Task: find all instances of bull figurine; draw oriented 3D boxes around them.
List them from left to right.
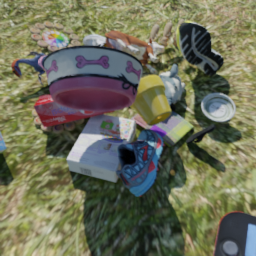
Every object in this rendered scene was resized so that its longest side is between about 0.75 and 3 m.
[{"bbox_3d":[0.348,-2.641,9.684,2.476,0.806,1.503,4,41,-34],"label":"bull figurine"}]

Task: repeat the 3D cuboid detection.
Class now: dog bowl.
[{"bbox_3d":[-0.751,-0.947,6.152,2.168,2.168,0.799,0,79,0],"label":"dog bowl"}]

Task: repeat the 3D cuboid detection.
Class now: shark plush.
[{"bbox_3d":[1.272,-1.032,8.956,0.887,0.968,2.130,-9,56,25],"label":"shark plush"}]

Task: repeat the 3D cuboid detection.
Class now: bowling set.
[{"bbox_3d":[1.681,-3.433,10.828,1.600,1.113,0.859,6,72,47],"label":"bowling set"}]

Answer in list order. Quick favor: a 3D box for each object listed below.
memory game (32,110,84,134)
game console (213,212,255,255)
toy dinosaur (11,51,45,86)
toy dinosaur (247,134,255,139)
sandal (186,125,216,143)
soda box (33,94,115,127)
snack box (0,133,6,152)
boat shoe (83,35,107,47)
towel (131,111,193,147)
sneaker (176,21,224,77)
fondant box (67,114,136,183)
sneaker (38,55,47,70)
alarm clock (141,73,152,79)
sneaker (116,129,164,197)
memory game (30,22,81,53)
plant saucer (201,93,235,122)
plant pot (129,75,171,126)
[{"bbox_3d":[-2.095,-0.494,8.561,1.665,0.106,1.665,1,51,-1],"label":"memory game"},{"bbox_3d":[2.913,3.000,5.147,2.760,0.428,2.441,15,49,15],"label":"game console"},{"bbox_3d":[-2.876,-2.017,9.495,1.833,1.061,2.020,9,13,-3],"label":"toy dinosaur"},{"bbox_3d":[3.748,0.050,7.729,0.894,0.475,0.270,-24,54,-25],"label":"toy dinosaur"},{"bbox_3d":[1.952,0.238,7.512,0.234,0.978,0.368,52,43,-5],"label":"sandal"},{"bbox_3d":[-1.452,-0.676,7.839,2.144,0.750,0.680,-13,29,7],"label":"soda box"},{"bbox_3d":[-3.524,0.031,7.240,0.232,0.726,1.250,-21,91,-33],"label":"snack box"},{"bbox_3d":[-1.062,-3.094,10.680,1.652,0.610,0.704,21,30,11],"label":"boat shoe"},{"bbox_3d":[0.995,-0.158,8.278,1.597,0.182,1.147,35,55,27],"label":"towel"},{"bbox_3d":[2.159,-2.658,9.266,1.036,2.651,1.197,-45,53,12],"label":"sneaker"},{"bbox_3d":[-0.642,0.453,7.462,1.295,0.523,1.795,12,49,12],"label":"fondant box"},{"bbox_3d":[-1.907,-1.673,8.678,0.813,1.983,0.696,9,73,29],"label":"sneaker"},{"bbox_3d":[0.531,-1.537,9.324,0.956,0.318,0.645,10,53,-12],"label":"alarm clock"},{"bbox_3d":[0.251,0.577,6.743,0.993,0.824,2.078,40,33,-18],"label":"sneaker"},{"bbox_3d":[-2.846,-3.572,11.042,1.993,0.127,1.993,14,47,-16],"label":"memory game"},{"bbox_3d":[2.599,-0.547,8.145,0.970,0.243,0.970,-1,62,1],"label":"plant saucer"},{"bbox_3d":[0.594,-0.648,7.291,1.081,1.081,1.017,-22,71,-19],"label":"plant pot"}]
